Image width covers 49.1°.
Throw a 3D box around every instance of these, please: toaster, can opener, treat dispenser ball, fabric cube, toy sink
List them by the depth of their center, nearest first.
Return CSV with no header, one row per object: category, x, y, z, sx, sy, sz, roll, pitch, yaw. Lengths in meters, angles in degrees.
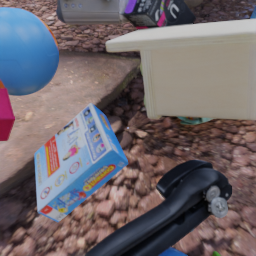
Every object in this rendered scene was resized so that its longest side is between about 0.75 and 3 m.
can opener,0.542,1.425,4.202,2.620,0.831,1.030,-34,15,-23
toy sink,1.093,-1.054,5.088,2.508,1.405,1.635,4,27,25
fabric cube,-2.703,-0.234,5.307,0.793,0.795,0.780,-4,56,-37
treat dispenser ball,-2.698,-1.792,6.727,2.030,2.030,2.030,0,45,0
toaster,-0.592,-3.414,6.957,1.726,1.518,2.672,7,29,9

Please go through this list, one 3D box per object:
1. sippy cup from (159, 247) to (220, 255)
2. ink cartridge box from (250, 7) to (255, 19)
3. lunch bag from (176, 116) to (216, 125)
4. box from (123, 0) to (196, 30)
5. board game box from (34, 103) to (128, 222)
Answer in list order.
sippy cup,0.509,2.898,4.581,1.908,1.780,2.429,20,49,19
ink cartridge box,4.112,-2.290,6.069,1.605,0.939,2.768,13,28,-12
lunch bag,2.437,-1.331,8.765,2.549,1.825,2.993,-18,42,-18
box,0.744,-2.502,6.289,0.777,1.466,0.896,21,87,43
board game box,-0.912,0.523,4.889,1.534,0.438,1.566,-41,36,8
